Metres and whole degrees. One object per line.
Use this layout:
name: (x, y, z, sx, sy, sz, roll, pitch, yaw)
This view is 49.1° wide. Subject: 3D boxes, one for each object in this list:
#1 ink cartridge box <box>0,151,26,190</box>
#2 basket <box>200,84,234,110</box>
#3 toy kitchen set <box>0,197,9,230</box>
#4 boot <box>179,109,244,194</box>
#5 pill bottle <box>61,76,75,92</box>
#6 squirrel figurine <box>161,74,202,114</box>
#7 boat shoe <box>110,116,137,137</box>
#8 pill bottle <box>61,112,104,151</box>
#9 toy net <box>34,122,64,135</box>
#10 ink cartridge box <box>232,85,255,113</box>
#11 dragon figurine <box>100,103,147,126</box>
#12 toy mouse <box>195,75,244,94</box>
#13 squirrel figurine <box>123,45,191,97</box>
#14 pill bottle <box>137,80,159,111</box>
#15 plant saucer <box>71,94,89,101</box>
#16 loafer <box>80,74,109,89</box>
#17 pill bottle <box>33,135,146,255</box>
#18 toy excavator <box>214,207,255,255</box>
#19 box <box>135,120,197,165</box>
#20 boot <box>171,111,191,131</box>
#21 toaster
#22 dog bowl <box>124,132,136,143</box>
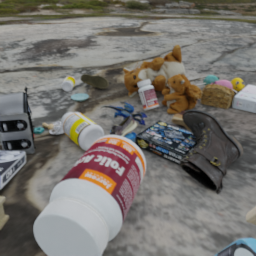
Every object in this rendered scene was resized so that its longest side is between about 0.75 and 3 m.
ink cartridge box: (-3.923, 1.118, 7.078, 1.965, 0.430, 1.984, 2, 20, 3)
basket: (3.757, -1.411, 11.671, 1.223, 0.873, 0.911, 18, 34, 29)
toy kitchen set: (-3.392, 1.637, 5.442, 1.458, 1.189, 1.315, 3, 23, 5)
boot: (1.990, 0.521, 7.635, 2.244, 0.777, 1.953, 41, 47, 22)
pill bottle: (-2.832, -2.139, 13.412, 0.537, 0.537, 0.983, 0, 28, 1)
squirrel figurine: (2.102, -1.391, 11.021, 1.522, 1.420, 1.077, 1, 27, -1)
boat shoe: (-0.322, 0.101, 8.779, 1.423, 0.461, 0.512, -36, 15, -29)
pill bottle: (-1.518, 0.048, 8.914, 0.866, 0.866, 1.585, -19, 33, -32)
toy net: (-2.942, -0.004, 9.537, 1.944, 0.375, 1.020, 0, 28, -1)
ink cartridge box: (5.711, -1.060, 11.378, 2.332, 0.665, 1.896, 16, 31, 35)
dragon figurine: (-0.095, -0.555, 9.819, 1.645, 0.484, 0.818, 30, -25, -25)
toy mouse: (4.132, -2.036, 12.750, 2.376, 0.517, 2.674, 7, 20, 7)
squirrel figurine: (1.111, -2.243, 12.626, 2.626, 1.991, 2.814, -16, 6, -1)
pill bottle: (0.767, -1.297, 11.060, 0.620, 1.131, 0.620, -16, 2, 1)
plant saucer: (-2.112, -1.306, 12.252, 0.774, 0.149, 0.774, 0, 27, 0)
loafer: (-1.570, -2.247, 13.550, 1.483, 0.564, 0.500, 21, -1, 15)
pill bottle: (-0.649, 1.350, 5.741, 1.491, 1.491, 2.611, 8, 28, 16)
toy excavator: (2.047, 2.274, 4.312, 2.473, 1.235, 2.405, 12, 40, -28)
box: (1.304, 0.412, 8.659, 1.753, 0.403, 1.393, 22, 34, 31)
boot: (2.262, -0.266, 9.956, 1.276, 0.462, 1.062, 23, 30, 26)
toaster: (-3.399, -0.196, 8.476, 0.974, 1.485, 1.642, -8, 37, -16)
dog bowl: (-0.161, 0.269, 9.175, 0.929, 0.230, 0.518, 18, 33, 32)
